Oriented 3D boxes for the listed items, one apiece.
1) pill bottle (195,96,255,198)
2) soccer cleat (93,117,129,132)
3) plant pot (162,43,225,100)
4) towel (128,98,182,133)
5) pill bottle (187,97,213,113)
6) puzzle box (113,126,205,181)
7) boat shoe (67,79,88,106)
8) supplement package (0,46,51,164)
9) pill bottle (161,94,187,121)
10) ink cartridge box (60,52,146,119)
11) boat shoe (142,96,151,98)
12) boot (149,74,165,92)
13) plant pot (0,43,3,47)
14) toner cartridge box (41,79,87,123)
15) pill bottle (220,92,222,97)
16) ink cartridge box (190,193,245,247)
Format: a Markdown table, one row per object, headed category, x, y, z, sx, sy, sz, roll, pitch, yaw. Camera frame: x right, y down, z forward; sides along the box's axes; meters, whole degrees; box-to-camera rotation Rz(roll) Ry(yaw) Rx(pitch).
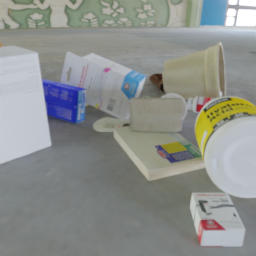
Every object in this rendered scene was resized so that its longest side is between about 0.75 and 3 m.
| category | x | y | z | sx | sy | sz | roll | pitch | yaw |
| --- | --- | --- | --- | --- | --- | --- | --- | --- | --- |
| pill bottle | 2.342 | 0.173 | 6.284 | 1.584 | 1.584 | 2.846 | 3 | 18 | 6 |
| soccer cleat | -0.416 | -0.072 | 8.775 | 1.335 | 0.463 | 0.518 | -4 | 26 | -19 |
| plant pot | 2.643 | -2.032 | 11.271 | 2.203 | 2.407 | 2.407 | -2 | 22 | 25 |
| towel | 0.770 | -0.373 | 7.949 | 1.527 | 1.012 | 0.263 | -1 | 24 | 5 |
| pill bottle | 2.734 | -0.819 | 10.229 | 1.079 | 0.606 | 0.606 | 10 | 26 | 21 |
| puzzle box | 0.759 | 0.503 | 7.663 | 1.661 | 0.317 | 2.497 | -9 | 26 | -19 |
| boat shoe | -2.147 | -1.397 | 11.346 | 0.785 | 0.875 | 2.364 | -7 | 32 | -28 |
| supplement package | -3.261 | -0.670 | 7.420 | 1.598 | 2.636 | 1.579 | -21 | 32 | -37 |
| pill bottle | 1.382 | -0.618 | 8.990 | 0.939 | 0.939 | 1.650 | 4 | 6 | 9 |
| ink cartridge box | -0.928 | -1.554 | 9.800 | 2.691 | 1.549 | 0.913 | 25 | 29 | 8 |
| boat shoe | 0.660 | -0.852 | 10.314 | 0.691 | 0.595 | 1.918 | 4 | 25 | 8 |
| boot | 2.117 | -2.236 | 13.432 | 1.920 | 0.662 | 2.060 | -2 | 20 | -8 |
| plant pot | -4.838 | -1.415 | 9.171 | 2.052 | 2.932 | 2.932 | -27 | 34 | -22 |
| toner cartridge box | -2.614 | -1.013 | 9.781 | 2.391 | 1.136 | 0.516 | 16 | 21 | 22 |
| pill bottle | 3.396 | -1.399 | 11.196 | 0.438 | 0.438 | 0.780 | -6 | 19 | -13 |
| ink cartridge box | 1.576 | 1.624 | 5.084 | 0.718 | 0.406 | 0.979 | -1 | 25 | 1 |
